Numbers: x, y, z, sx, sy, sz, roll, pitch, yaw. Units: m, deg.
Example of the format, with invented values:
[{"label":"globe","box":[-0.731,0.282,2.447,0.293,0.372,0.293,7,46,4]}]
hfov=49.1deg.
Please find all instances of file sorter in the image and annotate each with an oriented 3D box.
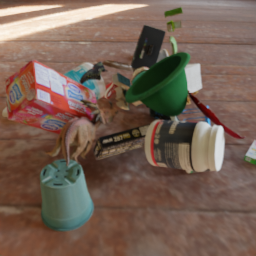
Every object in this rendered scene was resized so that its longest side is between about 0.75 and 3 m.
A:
[{"label":"file sorter","box":[2.291,0.056,9.338,0.864,1.409,0.978,-5,9,18]}]

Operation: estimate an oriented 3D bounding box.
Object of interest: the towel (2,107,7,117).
[{"label":"towel","box":[-4.501,-0.990,12.146,1.193,0.310,1.800,2,34,5]}]

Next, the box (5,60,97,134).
[{"label":"box","box":[-2.180,-0.726,8.496,1.270,2.661,1.326,-26,64,26]}]

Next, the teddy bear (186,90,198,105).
[{"label":"teddy bear","box":[2.281,-1.851,12.960,1.828,0.842,2.521,16,38,21]}]

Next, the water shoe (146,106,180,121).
[{"label":"water shoe","box":[1.353,-0.558,11.303,0.869,0.787,2.202,-36,44,7]}]

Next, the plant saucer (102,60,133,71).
[{"label":"plant saucer","box":[-0.418,-2.508,11.195,1.283,0.206,1.283,12,16,-4]}]

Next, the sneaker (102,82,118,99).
[{"label":"sneaker","box":[-1.064,-1.937,13.339,0.851,0.577,1.474,13,35,16]}]

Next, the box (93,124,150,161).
[{"label":"box","box":[-0.180,0.474,8.939,1.724,1.390,0.423,-16,73,-19]}]

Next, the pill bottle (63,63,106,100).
[{"label":"pill bottle","box":[-2.361,-1.295,10.958,2.755,1.526,1.526,-34,44,-19]}]

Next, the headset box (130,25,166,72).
[{"label":"headset box","box":[0.802,-3.328,12.311,0.984,1.846,2.121,16,7,-4]}]

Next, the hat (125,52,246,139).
[{"label":"hat","box":[1.576,-0.647,8.889,2.389,2.539,2.884,-34,21,17]}]

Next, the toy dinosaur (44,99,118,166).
[{"label":"toy dinosaur","box":[-1.325,0.032,7.837,1.089,1.719,2.537,32,21,3]}]

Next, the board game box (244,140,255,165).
[{"label":"board game box","box":[4.492,0.887,9.428,0.824,0.217,1.077,23,40,30]}]

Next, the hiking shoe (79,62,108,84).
[{"label":"hiking shoe","box":[-1.130,-1.705,9.171,0.992,0.499,0.376,-43,15,-7]}]

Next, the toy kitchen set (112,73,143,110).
[{"label":"toy kitchen set","box":[0.202,-1.628,11.977,1.308,0.962,1.633,-20,69,29]}]

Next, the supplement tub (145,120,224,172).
[{"label":"supplement tub","box":[1.594,0.496,7.966,1.975,1.386,1.386,4,32,28]}]

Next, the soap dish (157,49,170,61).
[{"label":"soap dish","box":[1.275,-2.758,13.498,1.943,0.789,1.529,-27,49,17]}]

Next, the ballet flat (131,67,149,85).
[{"label":"ballet flat","box":[0.424,-1.901,11.180,0.808,2.137,0.683,-6,67,-10]}]

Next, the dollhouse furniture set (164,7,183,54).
[{"label":"dollhouse furniture set","box":[2.006,-3.917,11.567,0.714,1.851,0.925,-8,28,14]}]

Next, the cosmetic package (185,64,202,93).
[{"label":"cosmetic package","box":[2.020,-1.794,11.352,0.666,1.086,2.631,5,23,44]}]

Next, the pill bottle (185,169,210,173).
[{"label":"pill bottle","box":[2.317,1.092,8.779,1.019,0.576,0.576,-5,34,-6]}]

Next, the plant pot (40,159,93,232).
[{"label":"plant pot","box":[-1.640,1.655,7.256,1.408,1.379,1.408,1,33,0]}]
